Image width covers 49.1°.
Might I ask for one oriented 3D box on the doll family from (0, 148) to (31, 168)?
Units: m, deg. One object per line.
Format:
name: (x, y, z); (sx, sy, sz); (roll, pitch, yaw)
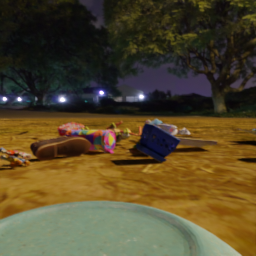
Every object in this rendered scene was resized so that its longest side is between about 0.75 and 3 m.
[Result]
doll family: (-2.523, 0.723, 6.361); (0.515, 0.374, 0.830); (14, -6, 13)

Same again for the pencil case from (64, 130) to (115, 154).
pencil case: (-1.192, 0.401, 8.710); (1.646, 0.727, 0.727); (2, 4, 28)

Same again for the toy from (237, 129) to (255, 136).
toy: (5.511, 0.133, 10.833); (1.313, 0.538, 2.281); (18, 2, -17)

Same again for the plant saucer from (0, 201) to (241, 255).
plant saucer: (-0.263, 0.931, 1.774); (2.633, 0.507, 2.633); (1, 3, 0)

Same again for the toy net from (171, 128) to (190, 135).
toy net: (2.598, 0.134, 15.547); (1.000, 0.368, 1.906); (-2, 5, -34)

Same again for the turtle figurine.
turtle figurine: (-0.700, 0.244, 10.219); (1.937, 0.774, 2.402); (-2, 10, -21)

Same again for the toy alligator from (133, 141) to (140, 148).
toy alligator: (0.913, 0.494, 9.685); (1.540, 0.370, 0.510); (-1, 4, -11)

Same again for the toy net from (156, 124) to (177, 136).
toy net: (1.143, 0.147, 8.735); (1.022, 0.376, 1.948); (11, -4, -10)

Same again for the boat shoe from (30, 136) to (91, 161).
boat shoe: (-1.812, 0.475, 7.576); (1.612, 0.567, 0.567); (-2, 22, -39)

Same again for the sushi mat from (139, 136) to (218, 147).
sushi mat: (1.571, 0.440, 9.019); (2.300, 0.139, 1.101); (5, -10, -15)

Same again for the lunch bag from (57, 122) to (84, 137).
lunch bag: (-2.607, 0.136, 12.565); (1.129, 0.463, 0.995); (11, 28, 38)

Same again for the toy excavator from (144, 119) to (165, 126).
toy excavator: (1.070, -0.051, 11.503); (0.652, 1.306, 1.270); (-34, -29, -5)

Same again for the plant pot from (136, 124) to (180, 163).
plant pot: (0.695, 0.398, 7.080); (0.811, 0.729, 0.811); (30, -3, -14)
